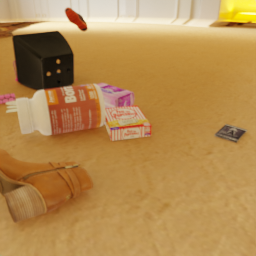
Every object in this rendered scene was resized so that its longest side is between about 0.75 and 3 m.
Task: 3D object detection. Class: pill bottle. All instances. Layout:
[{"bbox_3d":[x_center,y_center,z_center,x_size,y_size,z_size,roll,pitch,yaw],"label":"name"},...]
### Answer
[{"bbox_3d":[-2.236,-0.582,9.400,2.711,1.521,1.521,-10,29,-19],"label":"pill bottle"}]

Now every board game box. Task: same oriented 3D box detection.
[{"bbox_3d":[-0.106,-0.215,9.870,1.384,0.423,1.827,-7,28,-13],"label":"board game box"}]

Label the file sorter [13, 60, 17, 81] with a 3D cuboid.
[{"bbox_3d":[-5.322,-3.272,14.961,1.226,1.106,1.764,-7,24,-9],"label":"file sorter"}]

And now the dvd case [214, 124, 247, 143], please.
[{"bbox_3d":[3.492,0.173,9.497,0.768,0.083,1.033,20,33,33],"label":"dvd case"}]

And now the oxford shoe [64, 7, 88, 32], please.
[{"bbox_3d":[-1.857,-3.902,9.938,0.389,1.092,0.396,-20,58,21],"label":"oxford shoe"}]

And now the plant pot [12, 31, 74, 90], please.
[{"bbox_3d":[-3.905,-3.091,13.654,2.440,2.446,2.169,-21,44,-35],"label":"plant pot"}]

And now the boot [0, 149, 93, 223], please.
[{"bbox_3d":[-2.166,1.105,6.865,1.905,0.907,2.463,-18,43,-31],"label":"boot"}]

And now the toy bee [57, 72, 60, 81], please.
[{"bbox_3d":[-3.693,-2.545,14.223,1.153,0.627,0.755,18,9,-15],"label":"toy bee"}]

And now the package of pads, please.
[{"bbox_3d":[-0.825,-1.268,11.586,1.957,0.740,1.179,22,34,36],"label":"package of pads"}]

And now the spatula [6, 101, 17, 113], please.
[{"bbox_3d":[-4.310,-0.958,11.682,1.480,0.119,1.029,-10,28,-19],"label":"spatula"}]

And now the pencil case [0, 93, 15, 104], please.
[{"bbox_3d":[-5.320,-1.241,11.947,0.944,0.428,0.442,-11,2,-25],"label":"pencil case"}]
